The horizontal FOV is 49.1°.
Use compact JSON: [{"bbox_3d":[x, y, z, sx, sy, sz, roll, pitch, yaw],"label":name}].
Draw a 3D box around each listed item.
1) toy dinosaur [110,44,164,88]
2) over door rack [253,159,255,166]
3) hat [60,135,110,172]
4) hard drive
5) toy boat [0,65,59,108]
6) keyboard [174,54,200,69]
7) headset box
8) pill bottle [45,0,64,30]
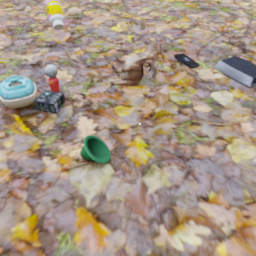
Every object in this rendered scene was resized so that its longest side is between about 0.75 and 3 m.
[{"bbox_3d":[0.240,-1.972,10.059,1.576,2.325,0.998,5,66,-20],"label":"toy dinosaur"},{"bbox_3d":[5.453,1.347,9.560,1.796,0.598,1.327,-24,41,5],"label":"over door rack"},{"bbox_3d":[-1.575,1.063,10.331,1.431,1.260,1.185,26,37,-38],"label":"hat"},{"bbox_3d":[6.024,-3.087,14.887,1.614,0.506,2.393,-22,46,-24],"label":"hard drive"},{"bbox_3d":[-4.576,-2.014,12.920,2.827,1.314,2.376,-19,36,-22],"label":"toy boat"},{"bbox_3d":[3.228,-3.817,15.993,0.976,0.208,1.625,-14,41,-25],"label":"keyboard"},{"bbox_3d":[-3.584,-1.201,12.698,1.099,0.510,0.957,10,42,12],"label":"headset box"},{"bbox_3d":[-3.029,-4.727,11.679,0.627,0.627,1.202,-13,79,-15],"label":"pill bottle"}]
